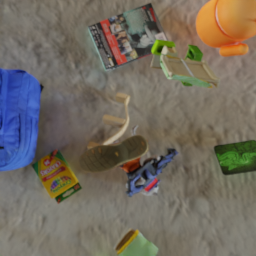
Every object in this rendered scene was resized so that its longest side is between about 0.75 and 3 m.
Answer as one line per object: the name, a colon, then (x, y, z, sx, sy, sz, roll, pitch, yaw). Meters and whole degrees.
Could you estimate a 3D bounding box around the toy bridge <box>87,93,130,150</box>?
toy bridge: (-0.390, -0.181, 8.468, 0.759, 0.307, 2.258, 15, 57, 18)

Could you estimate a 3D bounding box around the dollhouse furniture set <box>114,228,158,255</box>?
dollhouse furniture set: (-0.169, 4.123, 8.115, 1.123, 0.868, 2.248, 39, 84, 4)

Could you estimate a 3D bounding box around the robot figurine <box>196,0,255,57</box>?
robot figurine: (2.974, -3.167, 8.120, 1.514, 2.596, 1.867, 25, 90, -11)

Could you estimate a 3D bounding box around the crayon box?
crayon box: (-2.200, 1.514, 8.692, 0.931, 0.373, 1.467, -34, 83, -6)

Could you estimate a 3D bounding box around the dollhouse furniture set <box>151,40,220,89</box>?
dollhouse furniture set: (1.370, -1.391, 7.426, 1.337, 1.025, 2.041, 4, 39, -13)

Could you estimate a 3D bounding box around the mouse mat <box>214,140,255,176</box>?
mouse mat: (3.452, 0.896, 8.634, 1.376, 0.052, 1.108, -10, 50, 3)

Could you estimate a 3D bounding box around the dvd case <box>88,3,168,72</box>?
dvd case: (0.022, -3.039, 9.381, 2.314, 0.255, 1.689, -23, 83, -2)

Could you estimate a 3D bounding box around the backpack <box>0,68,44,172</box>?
backpack: (-3.961, -0.179, 7.959, 2.330, 2.406, 2.867, 0, 86, 7)

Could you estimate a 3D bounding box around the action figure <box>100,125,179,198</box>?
action figure: (0.399, 1.056, 8.640, 2.248, 1.176, 2.175, -27, 89, -32)

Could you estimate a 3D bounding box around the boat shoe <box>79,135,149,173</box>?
boat shoe: (-0.336, 0.731, 7.304, 1.915, 0.647, 0.689, -18, 75, 12)
